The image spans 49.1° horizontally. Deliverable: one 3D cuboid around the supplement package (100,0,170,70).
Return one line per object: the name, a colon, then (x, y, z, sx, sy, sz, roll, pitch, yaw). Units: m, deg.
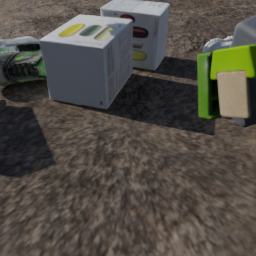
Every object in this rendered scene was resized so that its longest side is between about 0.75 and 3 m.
supplement package: (0.276, -3.581, 10.666, 2.171, 2.076, 1.597, 12, 39, 15)

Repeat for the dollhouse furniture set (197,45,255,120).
dollhouse furniture set: (2.075, -0.577, 3.613, 1.393, 1.076, 2.787, -15, 14, -30)

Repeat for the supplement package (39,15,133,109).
supplement package: (-1.154, -2.225, 9.004, 1.979, 1.965, 2.608, 11, 39, 14)

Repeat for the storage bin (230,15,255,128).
storage bin: (2.522, -1.164, 5.110, 1.504, 2.239, 1.630, -21, 52, -19)

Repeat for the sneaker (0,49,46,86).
sneaker: (-3.380, -2.076, 9.354, 2.883, 1.125, 1.228, -22, 31, -25)

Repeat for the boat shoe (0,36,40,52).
boat shoe: (-4.395, -2.821, 10.565, 1.031, 1.010, 2.896, 23, 40, 33)

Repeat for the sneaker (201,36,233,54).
sneaker: (3.808, -3.092, 11.176, 2.165, 0.814, 0.878, -23, 52, -25)
